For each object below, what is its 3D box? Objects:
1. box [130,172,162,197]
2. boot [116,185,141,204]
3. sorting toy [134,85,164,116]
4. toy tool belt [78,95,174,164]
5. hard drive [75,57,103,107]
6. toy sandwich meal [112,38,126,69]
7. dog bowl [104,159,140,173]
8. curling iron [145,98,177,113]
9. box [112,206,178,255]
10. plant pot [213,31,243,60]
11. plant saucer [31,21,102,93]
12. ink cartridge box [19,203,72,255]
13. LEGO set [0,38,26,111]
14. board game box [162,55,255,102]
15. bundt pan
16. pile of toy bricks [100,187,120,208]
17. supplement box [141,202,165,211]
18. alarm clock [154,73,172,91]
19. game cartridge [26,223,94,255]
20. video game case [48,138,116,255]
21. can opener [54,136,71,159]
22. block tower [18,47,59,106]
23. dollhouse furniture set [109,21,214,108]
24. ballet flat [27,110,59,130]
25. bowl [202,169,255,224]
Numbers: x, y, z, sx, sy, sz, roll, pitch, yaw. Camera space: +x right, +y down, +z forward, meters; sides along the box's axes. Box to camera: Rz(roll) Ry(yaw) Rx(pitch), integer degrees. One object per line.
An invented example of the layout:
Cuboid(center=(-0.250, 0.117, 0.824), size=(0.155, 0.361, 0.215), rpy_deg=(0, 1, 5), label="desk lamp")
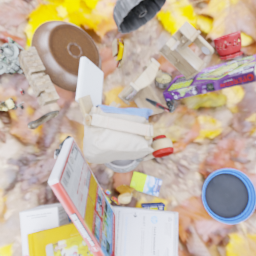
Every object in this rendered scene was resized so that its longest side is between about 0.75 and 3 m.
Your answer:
Cuboid(center=(0.529, 1.696, 8.446), size=(0.883, 0.210, 0.538), rpy_deg=(16, 80, 3), label="box")
Cuboid(center=(-0.140, 1.807, 7.745), size=(0.625, 0.873, 0.307), rpy_deg=(18, 103, 42), label="boot")
Cuboid(center=(0.528, -0.870, 8.549), size=(0.217, 1.187, 1.099), rpy_deg=(-36, 80, 34), label="sorting toy")
Cuboid(center=(0.002, -0.048, 7.105), size=(2.581, 1.611, 1.586), rpy_deg=(3, 66, -35), label="toy tool belt")
Cuboid(center=(-1.006, -1.122, 7.492), size=(0.173, 0.870, 1.319), rpy_deg=(-14, 60, 30), label="hard drive")
Cuboid(center=(-0.300, -2.229, 8.361), size=(0.319, 0.931, 0.931), rpy_deg=(8, 79, -16), label="toy sandwich meal")
Cuboid(center=(-0.200, 0.687, 8.464), size=(1.299, 0.381, 1.299), rpy_deg=(0, 72, -1), label="dog bowl")
Cuboid(center=(0.756, -0.576, 6.639), size=(0.155, 1.210, 0.300), rpy_deg=(31, 87, -30), label="curling iron")
Cuboid(center=(-0.034, 3.184, 7.469), size=(2.650, 0.545, 2.066), rpy_deg=(-2, 77, 24), label="box")
Cuboid(center=(2.944, -2.382, 8.205), size=(0.758, 0.758, 0.690), rpy_deg=(-17, 104, -3), label="plant pot")
Cuboid(center=(-1.607, -2.139, 8.032), size=(2.262, 0.414, 2.262), rpy_deg=(17, 63, -36), label="plant saucer")
Cuboid(center=(-2.017, 3.268, 7.393), size=(0.996, 1.700, 2.352), rpy_deg=(-7, 80, -1), label="ink cartridge box")
Cuboid(center=(-3.825, -1.790, 8.834), size=(1.627, 0.710, 2.505), rpy_deg=(-22, 80, -4), label="LEGO set")
Cuboid(center=(2.294, -1.367, 7.773), size=(2.417, 1.451, 0.390), rpy_deg=(-10, 118, 33), label="board game box")
Cuboid(center=(0.247, -3.435, 7.859), size=(1.679, 1.679, 0.630), rpy_deg=(-33, 87, -6), label="bundt pan")
Cuboid(center=(-0.628, 1.854, 7.410), size=(0.838, 0.414, 0.465), rpy_deg=(41, 68, -3), label="pile of toy bricks")
Cuboid(center=(0.736, 2.778, 8.015), size=(0.657, 0.661, 1.207), rpy_deg=(-3, 80, -1), label="supplement box")
Cuboid(center=(1.118, -1.423, 8.807), size=(0.552, 0.273, 0.819), rpy_deg=(-5, 46, 1), label="alarm clock")
Cuboid(center=(-1.166, 3.431, 6.456), size=(2.104, 0.387, 2.386), rpy_deg=(2, 69, -45), label="game cartridge")
Cuboid(center=(-0.859, 1.642, 6.128), size=(0.221, 1.808, 2.529), rpy_deg=(-22, 111, 7), label="video game case")
Cuboid(center=(-1.629, 0.502, 7.093), size=(0.273, 0.216, 0.820), rpy_deg=(15, 35, 7), label="can opener")
Cuboid(center=(-2.151, -1.200, 6.654), size=(0.406, 0.379, 1.404), rpy_deg=(-21, 82, -37), label="block tower")
Cuboid(center=(0.801, -1.122, 7.163), size=(1.179, 2.059, 2.414), rpy_deg=(42, 76, -6), label="dollhouse furniture set")
Cuboid(center=(-1.983, -0.185, 6.616), size=(0.849, 0.286, 0.197), rpy_deg=(-35, 115, -38), label="ballet flat")
Cuboid(center=(2.963, 2.020, 8.336), size=(1.599, 0.314, 1.599), rpy_deg=(0, 79, 0), label="bowl")
